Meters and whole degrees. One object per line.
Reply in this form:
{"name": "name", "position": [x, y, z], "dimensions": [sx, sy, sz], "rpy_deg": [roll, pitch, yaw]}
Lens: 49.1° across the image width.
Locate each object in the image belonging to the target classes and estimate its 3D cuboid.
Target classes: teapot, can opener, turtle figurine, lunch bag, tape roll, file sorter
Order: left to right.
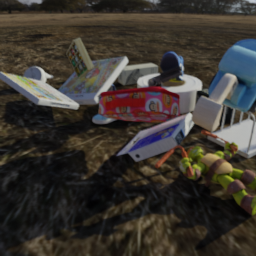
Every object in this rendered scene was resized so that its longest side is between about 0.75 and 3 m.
{"name": "teapot", "position": [-4.829, -2.562, 14.708], "dimensions": [1.218, 1.203, 0.890], "rpy_deg": [29, -4, 12]}
{"name": "lunch bag", "position": [0.238, -0.655, 8.217], "dimensions": [2.218, 0.909, 1.954], "rpy_deg": [-1, -3, 34]}
{"name": "can opener", "position": [1.437, -1.893, 10.796], "dimensions": [1.530, 0.408, 0.511], "rpy_deg": [-17, -27, 33]}
{"name": "tape roll", "position": [1.797, -1.606, 12.525], "dimensions": [2.858, 0.999, 2.858], "rpy_deg": [-1, 27, 0]}
{"name": "turtle figurine", "position": [2.220, 1.123, 6.980], "dimensions": [2.972, 0.957, 2.397], "rpy_deg": [-11, 35, -42]}
{"name": "file sorter", "position": [4.084, -0.248, 9.284], "dimensions": [2.279, 1.419, 1.581], "rpy_deg": [-17, 31, -31]}

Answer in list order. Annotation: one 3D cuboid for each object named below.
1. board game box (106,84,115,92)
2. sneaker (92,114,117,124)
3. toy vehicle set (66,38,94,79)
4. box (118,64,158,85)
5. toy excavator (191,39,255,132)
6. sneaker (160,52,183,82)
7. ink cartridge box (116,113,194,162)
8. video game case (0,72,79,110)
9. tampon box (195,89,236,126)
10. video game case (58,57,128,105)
{"name": "board game box", "position": [-1.796, -2.314, 14.508], "dimensions": [1.867, 0.576, 1.866], "rpy_deg": [-9, 28, -17]}
{"name": "sneaker", "position": [-0.678, -0.626, 10.779], "dimensions": [1.577, 0.646, 0.583], "rpy_deg": [-19, 33, -30]}
{"name": "toy vehicle set", "position": [-1.904, -2.635, 10.895], "dimensions": [0.249, 1.169, 1.881], "rpy_deg": [-29, 9, -19]}
{"name": "box", "position": [0.545, -2.996, 15.585], "dimensions": [2.177, 0.895, 0.744], "rpy_deg": [-13, 30, -23]}
{"name": "toy excavator", "position": [2.715, -1.182, 7.282], "dimensions": [1.487, 2.894, 2.977], "rpy_deg": [30, 4, 25]}
{"name": "sneaker", "position": [1.819, -2.601, 11.378], "dimensions": [0.771, 0.858, 2.086], "rpy_deg": [9, -12, 18]}
{"name": "ink cartridge box", "position": [0.874, 0.323, 8.556], "dimensions": [1.967, 0.427, 1.949], "rpy_deg": [-21, 11, 33]}
{"name": "video game case", "position": [-2.590, -1.060, 8.214], "dimensions": [1.792, 0.205, 1.630], "rpy_deg": [32, 14, 26]}
{"name": "tampon box", "position": [3.389, -0.848, 10.941], "dimensions": [0.871, 1.033, 1.379], "rpy_deg": [-13, 29, -24]}
{"name": "video game case", "position": [-1.735, -2.081, 12.375], "dimensions": [2.677, 0.337, 2.942], "rpy_deg": [2, 46, 35]}
